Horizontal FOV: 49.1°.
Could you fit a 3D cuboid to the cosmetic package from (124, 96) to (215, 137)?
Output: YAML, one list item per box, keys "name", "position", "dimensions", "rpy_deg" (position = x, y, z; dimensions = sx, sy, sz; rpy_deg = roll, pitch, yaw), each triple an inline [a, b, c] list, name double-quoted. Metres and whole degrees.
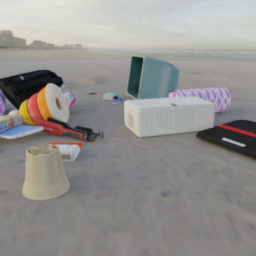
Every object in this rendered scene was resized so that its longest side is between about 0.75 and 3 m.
- name: "cosmetic package"
  position: [1.411, -0.450, 9.700]
  dimensions: [2.810, 1.040, 1.428]
  rpy_deg: [-7, 19, -19]

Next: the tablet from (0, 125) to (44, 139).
- name: "tablet"
  position: [-3.769, 0.113, 9.088]
  dimensions: [1.871, 0.128, 1.217]
  rpy_deg: [4, 16, 38]

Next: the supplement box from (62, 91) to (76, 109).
- name: "supplement box"
  position: [-2.729, -1.037, 11.763]
  dimensions: [0.516, 0.506, 0.999]
  rpy_deg: [-8, 34, 30]

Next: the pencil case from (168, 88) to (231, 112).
- name: "pencil case"
  position: [2.928, -1.069, 11.708]
  dimensions: [2.756, 1.157, 1.178]
  rpy_deg: [-5, -4, -21]

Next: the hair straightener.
- name: "hair straightener"
  position: [-1.772, -0.004, 9.121]
  dimensions: [2.403, 0.492, 0.925]
  rpy_deg: [9, 19, 26]

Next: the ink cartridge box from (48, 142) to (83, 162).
- name: "ink cartridge box"
  position: [-1.874, 0.525, 7.697]
  dimensions: [1.063, 0.314, 1.328]
  rpy_deg: [0, 18, 2]

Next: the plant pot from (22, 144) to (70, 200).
- name: "plant pot"
  position: [-1.697, 0.833, 5.705]
  dimensions: [0.963, 0.882, 0.963]
  rpy_deg: [0, 16, 0]

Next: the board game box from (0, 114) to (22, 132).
- name: "board game box"
  position: [-4.572, -0.045, 9.046]
  dimensions: [1.348, 0.343, 2.005]
  rpy_deg: [-5, 13, 10]

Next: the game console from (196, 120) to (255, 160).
- name: "game console"
  position: [3.691, 0.361, 8.273]
  dimensions: [2.290, 0.402, 2.589]
  rpy_deg: [-15, 22, -30]

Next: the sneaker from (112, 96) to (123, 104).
- name: "sneaker"
  position: [-0.527, -1.424, 14.046]
  dimensions: [0.318, 0.361, 0.809]
  rpy_deg: [9, 18, 27]

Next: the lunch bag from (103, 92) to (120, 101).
- name: "lunch bag"
  position: [-0.856, -1.673, 14.896]
  dimensions: [0.699, 0.336, 0.872]
  rpy_deg: [10, 19, 28]

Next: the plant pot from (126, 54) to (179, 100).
- name: "plant pot"
  position: [1.409, -2.647, 15.104]
  dimensions: [2.307, 2.259, 2.265]
  rpy_deg: [3, 15, -18]

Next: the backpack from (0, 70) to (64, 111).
- name: "backpack"
  position: [-3.973, -1.643, 12.194]
  dimensions: [1.958, 1.846, 2.401]
  rpy_deg: [39, 59, 23]

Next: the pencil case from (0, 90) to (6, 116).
- name: "pencil case"
  position: [-5.613, -0.956, 11.453]
  dimensions: [1.121, 1.100, 2.622]
  rpy_deg: [-33, 23, -7]

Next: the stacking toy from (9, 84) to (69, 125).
- name: "stacking toy"
  position: [-3.404, -0.615, 10.296]
  dimensions: [2.127, 1.554, 1.554]
  rpy_deg: [-16, 15, 9]
